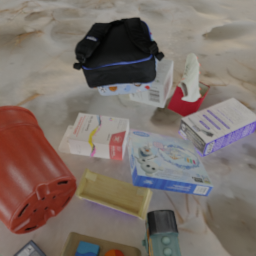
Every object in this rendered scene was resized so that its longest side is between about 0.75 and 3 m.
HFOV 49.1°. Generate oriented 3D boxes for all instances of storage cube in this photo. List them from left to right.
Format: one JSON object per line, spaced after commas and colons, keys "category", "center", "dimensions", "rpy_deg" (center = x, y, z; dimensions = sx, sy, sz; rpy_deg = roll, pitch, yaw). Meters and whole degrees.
{"category": "storage cube", "center": [2.342, -1.166, 10.850], "dimensions": [1.070, 1.125, 1.251], "rpy_deg": [30, 41, 13]}

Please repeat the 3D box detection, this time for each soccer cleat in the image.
{"category": "soccer cleat", "center": [2.143, -1.784, 9.801], "dimensions": [0.679, 0.607, 1.751], "rpy_deg": [-1, 83, -11]}

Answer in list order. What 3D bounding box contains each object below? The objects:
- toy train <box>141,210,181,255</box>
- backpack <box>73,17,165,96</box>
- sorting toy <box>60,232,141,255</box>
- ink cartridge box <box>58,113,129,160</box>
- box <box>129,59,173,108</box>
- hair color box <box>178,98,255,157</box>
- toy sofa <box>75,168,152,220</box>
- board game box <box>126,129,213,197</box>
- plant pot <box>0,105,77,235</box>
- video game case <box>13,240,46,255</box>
{"category": "toy train", "center": [0.863, 3.160, 6.711], "dimensions": [1.023, 1.368, 2.401], "rpy_deg": [-2, 44, -1]}
{"category": "backpack", "center": [-0.224, -2.595, 9.937], "dimensions": [2.885, 2.223, 2.748], "rpy_deg": [-2, 55, 5]}
{"category": "sorting toy", "center": [-0.881, 3.831, 6.486], "dimensions": [2.019, 0.363, 2.710], "rpy_deg": [13, 41, 6]}
{"category": "ink cartridge box", "center": [-1.248, 0.258, 10.097], "dimensions": [2.388, 0.806, 1.391], "rpy_deg": [6, 45, 7]}
{"category": "box", "center": [0.928, -1.945, 11.584], "dimensions": [1.598, 1.591, 1.369], "rpy_deg": [17, 66, 16]}
{"category": "hair color box", "center": [3.362, -0.075, 10.428], "dimensions": [2.601, 0.843, 1.422], "rpy_deg": [-20, 48, -22]}
{"category": "toy sofa", "center": [-0.403, 2.002, 8.400], "dimensions": [2.116, 1.033, 0.876], "rpy_deg": [15, 69, 13]}
{"category": "board game box", "center": [1.185, 1.025, 8.779], "dimensions": [2.314, 0.502, 2.303], "rpy_deg": [11, 31, -12]}
{"category": "plant pot", "center": [-3.067, 1.268, 7.917], "dimensions": [2.793, 2.793, 2.716], "rpy_deg": [-34, 61, -30]}
{"category": "video game case", "center": [-2.217, 4.181, 6.485], "dimensions": [2.675, 0.254, 1.911], "rpy_deg": [31, 52, 27]}
